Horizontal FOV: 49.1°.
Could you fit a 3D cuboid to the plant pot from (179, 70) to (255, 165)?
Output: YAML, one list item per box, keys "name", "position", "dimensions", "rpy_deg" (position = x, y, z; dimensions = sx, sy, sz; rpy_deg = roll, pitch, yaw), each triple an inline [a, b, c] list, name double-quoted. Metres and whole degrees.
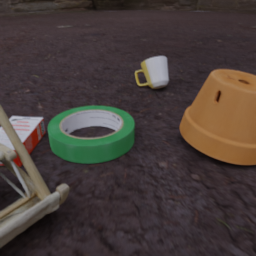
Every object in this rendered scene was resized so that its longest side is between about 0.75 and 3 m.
- name: "plant pot"
  position: [3.120, -0.490, 8.276]
  dimensions: [2.777, 1.944, 2.777]
  rpy_deg: [8, 30, -5]

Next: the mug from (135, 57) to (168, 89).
- name: "mug"
  position: [1.233, -2.461, 13.058]
  dimensions: [1.218, 1.248, 1.520]
  rpy_deg: [-11, -4, -33]

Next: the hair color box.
- name: "hair color box"
  position: [-3.399, 0.353, 8.500]
  dimensions: [1.092, 0.629, 1.968]
  rpy_deg: [3, 30, 6]

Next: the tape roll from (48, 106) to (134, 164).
- name: "tape roll"
  position: [-1.142, 0.116, 8.909]
  dimensions: [2.693, 0.647, 2.693]
  rpy_deg: [0, 29, 0]

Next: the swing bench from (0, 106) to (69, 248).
- name: "swing bench"
  position: [-3.143, 1.259, 5.311]
  dimensions: [2.748, 1.783, 2.734]
  rpy_deg: [49, 45, 11]
